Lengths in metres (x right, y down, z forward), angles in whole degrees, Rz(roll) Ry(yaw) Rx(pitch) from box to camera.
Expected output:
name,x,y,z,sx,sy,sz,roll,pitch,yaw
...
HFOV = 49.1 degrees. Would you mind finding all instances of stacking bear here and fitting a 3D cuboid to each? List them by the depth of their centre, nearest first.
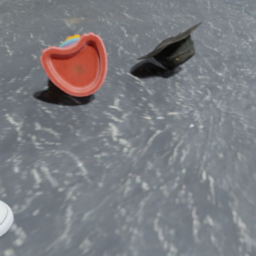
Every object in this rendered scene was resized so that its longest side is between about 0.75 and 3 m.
name,x,y,z,sx,sy,sz,roll,pitch,yaw
stacking bear,-1.566,-2.146,8.754,1.716,1.607,2.826,-21,27,-1

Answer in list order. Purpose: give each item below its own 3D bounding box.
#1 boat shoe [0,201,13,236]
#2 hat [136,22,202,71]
name,x,y,z,sx,sy,sz,roll,pitch,yaw
boat shoe,-3.462,1.414,5.165,2.598,0.867,0.956,7,41,8
hat,1.543,-2.499,9.366,2.451,0.989,2.451,-31,15,9
